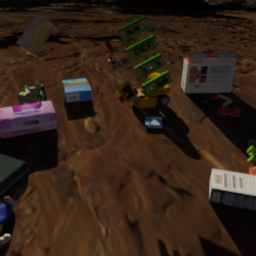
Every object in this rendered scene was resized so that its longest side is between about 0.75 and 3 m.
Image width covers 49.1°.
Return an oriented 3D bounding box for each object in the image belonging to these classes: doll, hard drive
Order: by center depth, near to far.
[{"bbox_3d":[-3.798,2.778,7.290,1.596,0.567,2.339,6,31,5],"label":"doll"},{"bbox_3d":[-4.720,1.717,9.240,1.656,0.390,2.373,13,33,20],"label":"hard drive"}]

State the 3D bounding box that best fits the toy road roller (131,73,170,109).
[{"bbox_3d":[1.118,-1.942,14.307,2.063,1.506,1.268,-12,33,-19],"label":"toy road roller"}]

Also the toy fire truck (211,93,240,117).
[{"bbox_3d":[4.683,-1.093,13.396,1.398,0.986,0.341,11,33,19],"label":"toy fire truck"}]

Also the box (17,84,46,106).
[{"bbox_3d":[-4.862,-1.556,14.252,1.004,0.840,1.352,-6,30,1],"label":"box"}]

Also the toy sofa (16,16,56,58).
[{"bbox_3d":[-3.821,-3.812,11.650,0.774,1.586,0.657,31,-3,25],"label":"toy sofa"}]

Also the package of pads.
[{"bbox_3d":[-4.432,-0.407,12.298,2.422,0.916,1.459,-12,35,-19],"label":"package of pads"}]

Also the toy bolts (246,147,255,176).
[{"bbox_3d":[4.791,1.166,9.583,0.914,1.259,1.318,23,48,-3],"label":"toy bolts"}]

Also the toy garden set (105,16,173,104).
[{"bbox_3d":[0.295,-2.448,10.666,2.312,2.773,0.553,-30,20,-9],"label":"toy garden set"}]

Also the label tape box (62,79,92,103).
[{"bbox_3d":[-2.844,-2.095,15.456,1.372,0.633,1.914,-8,30,-15],"label":"label tape box"}]

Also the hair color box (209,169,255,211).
[{"bbox_3d":[3.566,1.942,8.653,1.995,0.604,0.998,8,32,14],"label":"hair color box"}]

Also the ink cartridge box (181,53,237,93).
[{"bbox_3d":[4.468,-3.200,15.632,2.630,2.309,1.103,0,32,-2],"label":"ink cartridge box"}]

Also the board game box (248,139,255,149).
[{"bbox_3d":[5.719,0.629,10.915,2.090,0.245,1.095,-10,29,-35],"label":"board game box"}]

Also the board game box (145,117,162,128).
[{"bbox_3d":[1.156,-0.250,12.775,0.775,0.169,0.778,2,31,2],"label":"board game box"}]
